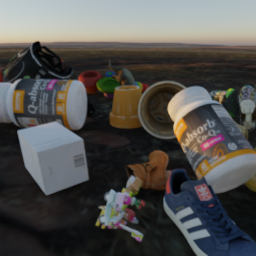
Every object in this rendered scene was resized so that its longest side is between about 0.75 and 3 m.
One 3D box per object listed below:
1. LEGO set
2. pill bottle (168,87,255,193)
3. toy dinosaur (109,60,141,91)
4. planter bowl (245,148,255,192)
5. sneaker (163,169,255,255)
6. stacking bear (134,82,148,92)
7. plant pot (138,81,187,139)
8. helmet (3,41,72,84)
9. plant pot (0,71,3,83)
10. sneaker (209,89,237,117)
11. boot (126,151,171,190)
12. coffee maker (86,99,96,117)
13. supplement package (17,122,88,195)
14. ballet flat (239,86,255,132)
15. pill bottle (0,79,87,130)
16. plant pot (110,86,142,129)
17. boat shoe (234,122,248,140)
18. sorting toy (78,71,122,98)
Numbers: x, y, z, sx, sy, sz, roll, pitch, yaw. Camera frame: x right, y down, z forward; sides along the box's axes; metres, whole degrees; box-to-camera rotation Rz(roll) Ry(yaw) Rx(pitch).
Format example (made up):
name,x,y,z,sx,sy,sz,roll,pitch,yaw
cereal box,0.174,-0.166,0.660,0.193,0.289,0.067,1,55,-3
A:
name,x,y,z,sx,sy,sz,roll,pitch,yaw
LEGO set,0.053,1.323,4.470,0.652,0.806,1.752,21,2,14
pill bottle,1.603,0.182,5.597,1.162,1.162,1.997,-7,51,-21
toy dinosaur,-0.113,-2.233,13.392,0.936,2.433,1.244,-15,-6,-42
planter bowl,3.679,0.491,5.143,1.205,2.892,2.892,44,24,1
sneaker,1.175,1.274,4.214,0.767,0.865,2.046,-9,20,-26
stacking bear,0.550,-2.258,15.716,1.219,0.740,0.693,-1,22,-26
plant pot,1.236,-0.613,9.200,1.749,1.749,1.601,2,7,5
helmet,-3.863,-1.991,11.709,2.545,2.669,2.669,-41,1,25
plant pot,-6.927,-1.911,12.733,1.900,1.899,1.675,-2,37,-2
sneaker,3.812,-1.014,11.455,1.173,1.074,2.753,-3,8,15
boot,0.408,0.892,6.024,1.001,0.494,1.289,2,30,-19
coffee maker,-1.660,-0.898,11.180,0.530,0.755,0.786,-15,20,-14
supplement package,-1.668,0.571,6.103,0.953,0.965,1.591,-17,24,-30
ballet flat,3.785,-0.508,8.777,0.607,1.687,0.607,-13,40,12
pill bottle,-2.930,-0.788,9.341,2.843,1.654,1.654,2,18,6
plant pot,0.013,-0.797,9.934,1.392,1.275,1.392,-2,19,1
boat shoe,2.858,0.158,7.457,0.576,0.642,1.734,-14,33,-4
sorting toy,-1.346,-2.175,15.046,2.855,1.172,1.715,26,45,31
